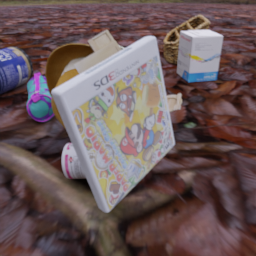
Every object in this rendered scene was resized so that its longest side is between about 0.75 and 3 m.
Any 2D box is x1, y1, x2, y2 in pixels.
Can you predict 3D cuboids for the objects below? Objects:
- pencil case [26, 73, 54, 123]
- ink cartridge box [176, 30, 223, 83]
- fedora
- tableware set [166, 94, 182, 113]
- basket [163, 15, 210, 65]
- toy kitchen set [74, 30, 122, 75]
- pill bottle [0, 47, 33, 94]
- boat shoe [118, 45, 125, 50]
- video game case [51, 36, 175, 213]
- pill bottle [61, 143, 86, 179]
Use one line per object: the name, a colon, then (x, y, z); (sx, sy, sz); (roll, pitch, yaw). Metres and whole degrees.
pencil case: (-2.789, -1.008, 8.981); (0.885, 0.961, 2.080); (-17, 31, -11)
ink cartridge box: (2.943, -3.032, 11.724); (1.334, 1.845, 1.358); (-6, 29, -10)
fedora: (-1.004, -0.580, 6.657); (2.732, 2.732, 1.114); (9, 46, 16)
tableware set: (0.396, -0.416, 7.844); (2.141, 0.248, 1.788); (4, 45, 36)
basket: (2.835, -4.585, 14.311); (2.003, 2.091, 2.807); (2, 30, 4)
toy kitchen set: (-0.489, -1.141, 5.881); (0.942, 1.041, 1.154); (-31, 78, -4)
pill bottle: (-4.872, -1.937, 10.151); (1.476, 1.476, 2.640); (12, 32, 21)
boat shoe: (-0.183, -2.402, 9.271); (0.708, 0.752, 2.093); (-20, 33, -29)
video game case: (-0.014, -0.064, 4.957); (0.276, 2.412, 2.195); (16, 43, 40)
pill bottle: (-0.633, 0.677, 5.867); (1.336, 0.757, 0.757); (-2, 28, 8)
